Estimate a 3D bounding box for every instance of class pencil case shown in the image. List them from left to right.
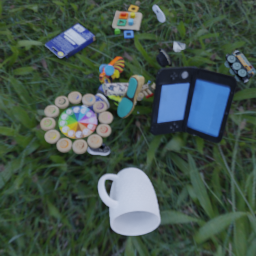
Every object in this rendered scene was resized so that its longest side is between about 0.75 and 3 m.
[{"bbox_3d":[-0.316,-1.441,10.723,1.251,0.487,0.559,-3,47,-22],"label":"pencil case"}]

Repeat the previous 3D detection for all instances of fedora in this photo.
[{"bbox_3d":[1.516,-2.994,12.327,0.440,0.964,0.964,-37,66,-3],"label":"fedora"}]

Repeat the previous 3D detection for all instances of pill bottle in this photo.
[{"bbox_3d":[-1.445,-0.713,11.194,0.726,0.726,1.308,39,65,19],"label":"pill bottle"}]

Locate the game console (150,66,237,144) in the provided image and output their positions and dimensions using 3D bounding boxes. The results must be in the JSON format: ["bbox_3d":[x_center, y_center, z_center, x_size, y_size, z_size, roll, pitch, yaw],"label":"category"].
[{"bbox_3d":[2.198,-0.707,9.956,2.317,2.634,1.533,-8,31,-21],"label":"game console"}]

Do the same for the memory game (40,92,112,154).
[{"bbox_3d":[-1.587,-0.205,8.730,2.241,0.143,2.241,3,59,-4],"label":"memory game"}]

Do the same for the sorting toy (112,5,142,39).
[{"bbox_3d":[-0.041,-5.596,14.405,1.376,0.333,2.444,9,61,5],"label":"sorting toy"}]

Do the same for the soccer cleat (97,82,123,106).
[{"bbox_3d":[-0.436,-1.355,11.367,1.999,0.646,0.836,31,74,37],"label":"soccer cleat"}]

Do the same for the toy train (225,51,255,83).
[{"bbox_3d":[3.946,-2.164,9.870,0.689,0.515,1.209,-26,71,-7],"label":"toy train"}]

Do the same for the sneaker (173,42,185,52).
[{"bbox_3d":[2.014,-3.163,11.063,0.335,0.392,0.899,5,23,-8],"label":"sneaker"}]

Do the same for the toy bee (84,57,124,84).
[{"bbox_3d":[-0.900,-2.262,12.212,1.854,1.008,1.214,-25,28,-1],"label":"toy bee"}]

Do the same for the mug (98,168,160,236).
[{"bbox_3d":[-0.063,2.215,9.126,2.090,1.543,1.832,27,34,-27],"label":"mug"}]

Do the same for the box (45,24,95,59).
[{"bbox_3d":[-2.813,-4.155,13.590,2.110,0.342,1.278,-40,68,-21],"label":"box"}]

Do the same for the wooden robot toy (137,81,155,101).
[{"bbox_3d":[0.535,-1.301,10.951,1.409,0.639,0.621,-26,75,-32],"label":"wooden robot toy"}]

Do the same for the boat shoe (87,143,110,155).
[{"bbox_3d":[-0.953,0.693,9.812,0.374,1.128,0.395,-51,59,19],"label":"boat shoe"}]

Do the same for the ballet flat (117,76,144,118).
[{"bbox_3d":[0.148,-1.097,10.092,0.617,1.798,0.567,43,42,20],"label":"ballet flat"}]

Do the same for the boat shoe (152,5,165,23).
[{"bbox_3d":[1.369,-4.938,12.176,0.288,0.303,0.868,-11,65,-54],"label":"boat shoe"}]
